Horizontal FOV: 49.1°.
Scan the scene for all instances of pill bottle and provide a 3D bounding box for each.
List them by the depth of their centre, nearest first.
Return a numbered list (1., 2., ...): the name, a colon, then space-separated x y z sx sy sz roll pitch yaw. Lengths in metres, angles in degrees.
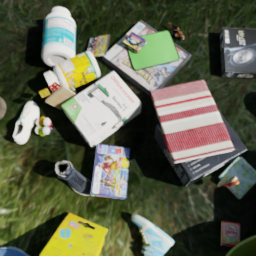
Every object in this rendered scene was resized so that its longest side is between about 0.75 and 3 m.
1. pill bottle: -2.285 -2.196 11.365 2.062 1.163 1.163 -26 72 -11
2. pill bottle: -2.938 -3.896 11.946 1.362 1.362 2.459 -2 69 -1

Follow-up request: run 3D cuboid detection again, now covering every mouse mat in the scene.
1. mouse mat: 1.017 -3.356 12.046 2.068 0.078 1.664 -13 70 -5

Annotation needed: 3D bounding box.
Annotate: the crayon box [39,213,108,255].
1. crayon box: -1.790 4.016 8.882 1.585 0.634 2.496 21 31 9

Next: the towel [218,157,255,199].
1. towel: 4.127 1.819 10.369 1.257 0.303 1.076 -40 74 -13

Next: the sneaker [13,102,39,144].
1. sneaker: -4.008 -0.291 10.894 0.674 0.792 1.791 9 70 4

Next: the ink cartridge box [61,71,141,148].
1. ink cartridge box: -0.982 -0.738 10.901 2.516 1.061 1.838 -37 75 -12

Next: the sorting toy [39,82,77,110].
1. sorting toy: -2.630 -1.238 10.779 0.925 1.918 0.324 -37 62 12

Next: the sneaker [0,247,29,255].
1. sneaker: -3.534 4.449 8.904 2.714 1.210 1.066 6 69 3

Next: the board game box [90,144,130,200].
1. board game box: -0.651 1.599 10.295 1.277 0.325 1.886 9 67 -7

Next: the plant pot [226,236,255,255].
1. plant pot: 4.425 5.015 8.019 2.761 2.761 2.622 -36 94 -13

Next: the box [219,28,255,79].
1. box: 4.985 -3.241 12.155 1.828 0.497 2.282 4 70 2

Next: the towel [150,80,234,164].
1. towel: 2.125 -0.286 9.684 2.103 0.332 2.920 -12 61 -3

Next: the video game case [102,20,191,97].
1. video game case: 0.804 -3.055 12.170 2.887 0.368 2.609 39 74 13

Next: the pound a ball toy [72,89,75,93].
1. pound a ball toy: -2.580 -1.230 11.510 0.916 0.389 0.598 -15 34 -1

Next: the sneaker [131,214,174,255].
1. sneaker: 0.592 3.764 9.460 1.665 0.662 1.087 33 74 15

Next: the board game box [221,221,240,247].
1. board game box: 3.549 3.701 9.724 0.604 0.185 0.797 7 70 3

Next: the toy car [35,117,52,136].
1. toy car: -3.235 -0.044 10.918 0.659 0.565 0.754 0 85 33

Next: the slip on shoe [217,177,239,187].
1. slip on shoe: 3.398 1.898 9.567 0.335 0.905 0.277 -36 89 -34

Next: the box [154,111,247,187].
1. box: 2.520 0.556 10.206 2.301 1.426 2.262 -26 71 -9

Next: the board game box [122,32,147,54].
1. board game box: 0.280 -3.660 12.012 0.817 0.232 0.675 34 75 13

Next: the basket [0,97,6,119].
1. basket: -5.626 -0.994 10.443 1.777 1.971 1.341 -14 72 5

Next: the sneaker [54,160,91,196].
1. sneaker: -1.906 1.777 9.876 1.682 1.215 0.639 36 71 4

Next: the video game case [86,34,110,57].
1. video game case: -1.331 -3.570 12.255 0.996 0.141 1.102 -2 64 24

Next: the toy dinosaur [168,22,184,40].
1. toy dinosaur: 2.106 -4.339 12.576 0.996 0.676 0.509 35 114 26
